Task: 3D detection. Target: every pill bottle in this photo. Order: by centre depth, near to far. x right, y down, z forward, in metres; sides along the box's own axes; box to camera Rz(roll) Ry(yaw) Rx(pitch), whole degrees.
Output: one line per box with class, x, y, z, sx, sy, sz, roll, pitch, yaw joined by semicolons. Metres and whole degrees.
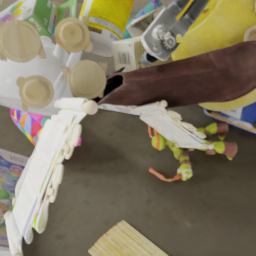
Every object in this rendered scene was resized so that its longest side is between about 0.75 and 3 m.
pill bottle;-0.689;-3.936;9.240;1.544;2.827;1.544;16;-5;1

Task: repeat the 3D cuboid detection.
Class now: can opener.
can opener;0.823;-1.870;4.718;2.014;0.537;0.673;-55;14;-21

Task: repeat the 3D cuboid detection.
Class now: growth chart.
growth chart;-1.037;0.546;3.387;0.186;2.100;1.520;23;3;-29
growth chart;0.858;0.009;5.319;1.223;1.690;0.150;2;61;54

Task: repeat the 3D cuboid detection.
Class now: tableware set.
tableware set;-1.077;-0.956;4.081;1.524;1.273;0.177;-12;10;-9
tableware set;2.861;-1.877;5.275;1.201;1.438;0.167;19;-1;4

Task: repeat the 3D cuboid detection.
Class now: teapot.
teapot;-1.866;-1.169;5.910;2.176;1.589;2.147;10;-7;4

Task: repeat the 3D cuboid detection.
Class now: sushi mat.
sushi mat;0.291;2.433;4.849;2.005;0.121;0.959;27;42;36

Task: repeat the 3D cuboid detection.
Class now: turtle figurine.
turtle figurine;1.570;0.246;7.552;2.263;0.904;2.807;-3;33;-5

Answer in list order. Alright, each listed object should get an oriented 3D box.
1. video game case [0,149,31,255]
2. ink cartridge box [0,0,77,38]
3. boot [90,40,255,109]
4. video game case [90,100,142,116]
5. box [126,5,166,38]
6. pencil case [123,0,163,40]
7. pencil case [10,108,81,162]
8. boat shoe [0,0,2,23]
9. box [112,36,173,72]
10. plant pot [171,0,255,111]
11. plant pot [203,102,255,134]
video game case;-3.048;1.247;5.687;1.966;0.247;2.746;23;24;-26
ink cartridge box;-2.920;-3.094;8.172;2.872;0.852;1.491;-20;49;20
boot;0.861;-0.800;4.940;2.265;0.985;2.723;-9;-3;-36
video game case;-0.032;-1.227;10.468;2.092;0.263;2.299;11;34;17
box;0.745;-3.699;10.094;0.606;0.728;1.772;-49;24;-22
pencil case;0.630;-4.213;11.250;1.926;0.890;0.820;-34;13;34
pencil case;-2.416;-0.067;7.877;1.121;1.121;2.536;-23;39;-31
boat shoe;-3.540;-2.884;6.500;0.871;0.925;2.576;-27;54;13
box;0.779;-2.257;8.096;2.451;0.838;1.007;-23;27;-35
plant pot;2.087;-2.129;6.531;2.032;2.862;2.862;34;15;-33
plant pot;3.865;-1.421;8.673;2.722;2.722;2.447;27;48;35
